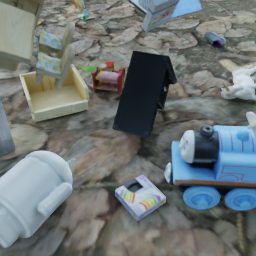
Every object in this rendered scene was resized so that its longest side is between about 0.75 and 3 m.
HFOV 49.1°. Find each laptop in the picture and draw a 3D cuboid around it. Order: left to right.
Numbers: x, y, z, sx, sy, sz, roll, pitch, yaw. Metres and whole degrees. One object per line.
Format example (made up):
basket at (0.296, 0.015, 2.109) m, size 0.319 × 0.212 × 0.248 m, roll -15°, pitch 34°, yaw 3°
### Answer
laptop at (0.882, -4.003, 7.885) m, size 1.917 × 1.111 × 1.795 m, roll 23°, pitch 47°, yaw -35°

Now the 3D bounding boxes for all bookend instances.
bookend at (0.525, -0.680, 7.335) m, size 0.906 × 1.954 × 1.966 m, roll 14°, pitch 85°, yaw 16°

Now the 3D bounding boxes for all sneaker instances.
sneaker at (3.520, -3.686, 11.666) m, size 0.463 × 0.394 × 1.058 m, roll -32°, pitch 49°, yaw -26°

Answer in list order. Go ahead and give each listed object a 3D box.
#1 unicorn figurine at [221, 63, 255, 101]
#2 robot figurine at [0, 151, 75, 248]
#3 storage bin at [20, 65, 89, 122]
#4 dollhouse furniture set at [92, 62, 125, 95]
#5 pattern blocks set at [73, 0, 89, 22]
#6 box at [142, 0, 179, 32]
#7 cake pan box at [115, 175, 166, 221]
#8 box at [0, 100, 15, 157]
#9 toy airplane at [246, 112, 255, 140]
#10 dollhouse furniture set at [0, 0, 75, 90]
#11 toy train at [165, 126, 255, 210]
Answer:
unicorn figurine at (3.621, -1.306, 8.480) m, size 1.619 × 0.870 × 2.357 m, roll -1°, pitch 23°, yaw 15°
robot figurine at (-1.779, 1.167, 5.097) m, size 1.632 × 1.087 × 1.925 m, roll 5°, pitch 37°, yaw 33°
storage bin at (-2.115, -1.019, 8.073) m, size 1.600 × 0.750 × 1.589 m, roll -15°, pitch 41°, yaw -19°
dollhouse furniture set at (-0.523, -1.799, 9.100) m, size 0.873 × 0.660 × 1.622 m, roll 7°, pitch 40°, yaw 8°
pattern blocks set at (-1.718, -4.411, 9.347) m, size 0.134 × 1.648 × 1.449 m, roll -25°, pitch 19°, yaw -10°
box at (0.741, -2.614, 6.266) m, size 0.729 × 0.935 × 0.193 m, roll -30°, pitch 83°, yaw -16°
cake pan box at (0.235, 1.356, 5.581) m, size 0.725 × 0.206 × 0.788 m, roll -22°, pitch 44°, yaw -28°
box at (-3.653, -0.510, 6.668) m, size 2.184 × 1.729 × 0.528 m, roll 31°, pitch 46°, yaw 32°
toy airplane at (2.262, -0.169, 4.197) m, size 0.720 × 1.020 × 1.016 m, roll -15°, pitch 30°, yaw -3°
dollhouse furniture set at (-2.035, -2.255, 5.144) m, size 2.131 × 1.615 × 2.432 m, roll 12°, pitch 47°, yaw -27°
toy train at (2.195, 0.680, 5.227) m, size 2.937 × 1.678 × 1.273 m, roll 4°, pitch 39°, yaw 4°
